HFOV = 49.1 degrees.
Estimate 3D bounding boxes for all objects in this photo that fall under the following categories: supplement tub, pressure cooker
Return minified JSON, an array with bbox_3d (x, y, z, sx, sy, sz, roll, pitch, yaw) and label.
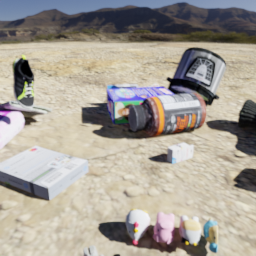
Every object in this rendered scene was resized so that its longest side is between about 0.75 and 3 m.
[{"bbox_3d":[1.424,-0.489,10.506,2.727,1.458,1.458,-8,23,-17],"label":"supplement tub"},{"bbox_3d":[3.301,-2.265,13.557,2.308,2.584,2.272,26,-3,-37],"label":"pressure cooker"}]

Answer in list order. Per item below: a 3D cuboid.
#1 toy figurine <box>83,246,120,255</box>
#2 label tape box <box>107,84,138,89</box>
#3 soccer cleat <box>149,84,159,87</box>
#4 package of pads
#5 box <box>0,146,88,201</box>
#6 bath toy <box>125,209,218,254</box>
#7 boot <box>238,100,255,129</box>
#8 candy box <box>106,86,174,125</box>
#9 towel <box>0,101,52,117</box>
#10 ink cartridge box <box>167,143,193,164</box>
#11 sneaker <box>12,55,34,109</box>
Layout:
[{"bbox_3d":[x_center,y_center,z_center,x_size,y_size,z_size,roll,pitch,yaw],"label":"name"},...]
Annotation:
[{"bbox_3d":[-0.520,2.430,4.459,0.872,0.616,0.885,5,24,27],"label":"toy figurine"},{"bbox_3d":[-0.262,-1.557,13.654,1.459,1.045,0.482,-4,22,-10],"label":"label tape box"},{"bbox_3d":[1.269,-2.253,16.050,1.103,0.382,0.428,-27,27,-17],"label":"soccer cleat"},{"bbox_3d":[-4.787,0.084,9.811,1.415,0.888,2.348,4,22,2],"label":"package of pads"},{"bbox_3d":[-2.403,1.157,7.779,2.044,0.421,1.594,12,24,26],"label":"box"},{"bbox_3d":[0.798,2.003,5.453,1.783,0.775,0.659,4,57,10],"label":"bath toy"},{"bbox_3d":[5.063,-0.179,10.030,2.245,1.130,3.003,19,18,25],"label":"boot"},{"bbox_3d":[0.567,-1.051,12.352,2.812,1.083,2.377,-5,21,-9],"label":"candy box"},{"bbox_3d":[-4.273,-0.679,11.258,1.785,0.320,1.854,-8,-11,41],"label":"towel"},{"bbox_3d":[1.614,0.764,8.679,0.817,0.470,0.277,-12,25,-27],"label":"ink cartridge box"},{"bbox_3d":[-3.291,-1.432,8.881,0.601,1.675,0.693,-19,15,-42],"label":"sneaker"}]
